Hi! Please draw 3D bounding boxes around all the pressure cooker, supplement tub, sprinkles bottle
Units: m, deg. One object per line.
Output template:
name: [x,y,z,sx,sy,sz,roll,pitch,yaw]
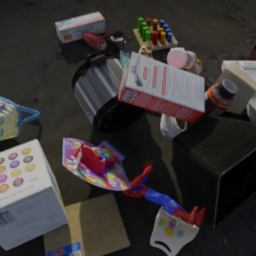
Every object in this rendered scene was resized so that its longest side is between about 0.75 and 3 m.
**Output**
pressure cooker: [-0.747,-1.324,9.741,2.228,2.194,2.495,-3,52,-50]
supplement tub: [2.888,-0.840,9.373,0.888,1.660,0.888,14,52,-18]
sprinkles bottle: [1.930,-2.393,9.807,0.632,0.632,1.853,25,21,19]

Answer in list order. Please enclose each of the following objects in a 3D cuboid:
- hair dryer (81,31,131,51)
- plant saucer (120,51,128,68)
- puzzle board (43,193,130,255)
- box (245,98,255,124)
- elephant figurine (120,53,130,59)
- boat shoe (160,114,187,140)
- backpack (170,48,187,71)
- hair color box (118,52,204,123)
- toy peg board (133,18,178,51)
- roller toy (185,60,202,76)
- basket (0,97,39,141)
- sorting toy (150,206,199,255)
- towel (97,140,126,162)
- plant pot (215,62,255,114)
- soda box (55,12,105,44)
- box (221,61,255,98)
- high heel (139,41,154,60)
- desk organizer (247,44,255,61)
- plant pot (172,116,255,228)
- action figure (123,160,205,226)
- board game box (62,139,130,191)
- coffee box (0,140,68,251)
hair dryer: [-1.113,-4.237,13.521,2.366,0.643,1.802,9,36,0]
plant saucer: [-0.114,-2.239,9.337,0.305,0.083,0.874,18,42,-27]
puzzle board: [-1.237,2.848,7.800,2.186,0.190,1.647,-15,50,-11]
box: [5.143,-0.488,10.456,1.161,0.354,1.466,1,50,0]
elephant figurine: [-0.207,-2.515,11.148,1.104,1.423,1.007,28,59,-6]
boat shoe: [1.742,-1.018,9.728,1.014,1.171,2.746,20,63,-24]
backpack: [2.033,-2.732,11.434,0.728,0.960,1.150,6,74,5]
hair color box: [1.011,-1.150,8.224,2.387,0.763,1.324,18,58,-13]
toy peg board: [1.316,-4.650,13.519,1.748,0.858,1.755,-12,53,-9]
roller toy: [2.731,-2.538,11.880,0.720,0.789,0.551,23,51,24]
basket: [-4.344,-0.413,9.830,1.729,1.364,1.961,16,22,11]
sorting toy: [1.124,2.866,7.612,1.151,0.615,1.036,31,72,3]
towel: [-0.933,1.078,9.298,1.414,0.169,1.024,-37,60,-27]
plant pot: [3.864,-1.346,10.283,1.315,1.486,1.484,34,33,14]
soda box: [-2.333,-4.970,13.872,2.347,0.746,0.803,-21,54,-17]
box: [4.860,-2.037,11.695,1.533,0.405,1.966,0,50,1]
high heel: [1.388,-2.479,11.617,1.996,1.000,2.801,3,63,8]
desk organizer: [6.186,-3.182,12.543,1.390,0.535,0.498,31,57,23]
plant pot: [2.555,0.975,8.162,2.318,2.323,2.061,-30,45,-22]
action figure: [0.869,1.608,7.931,2.713,0.885,1.343,12,78,36]
board game box: [-0.848,0.823,8.124,2.030,0.500,2.569,24,15,-20]
coffee box: [-2.865,1.762,7.523,1.803,1.806,1.786,-21,46,-13]
